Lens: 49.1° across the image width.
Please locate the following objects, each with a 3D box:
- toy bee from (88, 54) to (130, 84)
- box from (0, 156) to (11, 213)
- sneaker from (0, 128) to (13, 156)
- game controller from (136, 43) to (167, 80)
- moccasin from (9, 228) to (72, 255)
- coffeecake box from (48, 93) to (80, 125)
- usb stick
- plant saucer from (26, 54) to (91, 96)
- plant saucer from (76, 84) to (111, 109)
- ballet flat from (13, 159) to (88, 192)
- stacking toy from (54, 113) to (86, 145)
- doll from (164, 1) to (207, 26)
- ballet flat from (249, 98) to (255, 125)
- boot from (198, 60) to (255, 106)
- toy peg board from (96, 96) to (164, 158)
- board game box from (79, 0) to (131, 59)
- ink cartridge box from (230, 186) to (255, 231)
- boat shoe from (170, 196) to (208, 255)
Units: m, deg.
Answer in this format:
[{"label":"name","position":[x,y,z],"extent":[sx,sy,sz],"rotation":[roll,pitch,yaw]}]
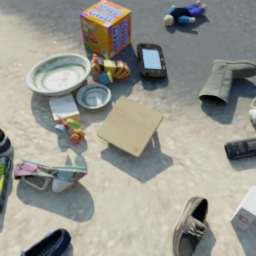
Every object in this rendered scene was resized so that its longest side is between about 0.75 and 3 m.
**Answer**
[{"label":"toy bee","position":[-1.103,-2.595,12.384],"extent":[2.443,1.328,1.599],"rotation":[-25,58,-18]},{"label":"box","position":[-5.110,1.944,9.452],"extent":[1.932,0.475,2.001],"rotation":[-4,52,-5]},{"label":"sneaker","position":[-5.807,0.371,9.883],"extent":[2.966,1.659,1.084],"rotation":[-8,53,-6]},{"label":"game controller","position":[1.096,-3.204,13.341],"extent":[1.283,0.518,2.460],"rotation":[-3,53,-2]},{"label":"moccasin","position":[-2.797,3.719,7.818],"extent":[1.043,0.884,2.592],"rotation":[33,59,23]},{"label":"coffeecake box","position":[-2.635,-0.770,11.509],"extent":[0.974,0.464,1.269],"rotation":[-18,55,-13]},{"label":"usb stick","position":[4.891,0.660,10.426],"extent":[2.624,0.428,0.728],"rotation":[-10,71,-7]},{"label":"plant saucer","position":[-2.976,-2.196,12.300],"extent":[2.853,0.716,2.853],"rotation":[-5,46,5]},{"label":"plant saucer","position":[-1.460,-1.268,11.956],"extent":[1.446,0.363,1.446],"rotation":[0,52,0]},{"label":"ballet flat","position":[-2.665,1.665,9.504],"extent":[2.647,0.915,0.942],"rotation":[6,71,11]},{"label":"stacking toy","position":[-2.303,0.073,10.520],"extent":[1.227,1.110,0.518],"rotation":[23,68,15]},{"label":"doll","position":[3.148,-6.356,15.666],"extent":[2.643,0.640,1.803],"rotation":[-25,56,-18]},{"label":"ballet flat","position":[5.358,-0.680,11.358],"extent":[0.837,0.837,2.326],"rotation":[21,55,15]},{"label":"boot","position":[4.406,-1.952,12.150],"extent":[2.248,0.897,2.472],"rotation":[7,45,23]},{"label":"toy peg board","position":[0.122,0.068,10.761],"extent":[1.894,0.927,1.887],"rotation":[27,73,20]},{"label":"board game box","position":[-1.061,-4.870,13.813],"extent":[1.765,1.764,1.764],"rotation":[32,59,22]},{"label":"ink cartridge box","position":[3.691,2.460,8.561],"extent":[0.521,1.232,0.890],"rotation":[33,59,22]},{"label":"boat shoe","position":[1.867,2.941,8.323],"extent":[0.800,0.787,2.148],"rotation":[31,54,-12]}]
